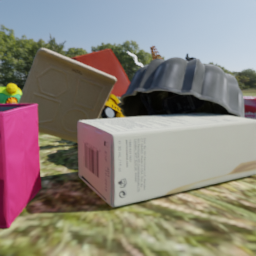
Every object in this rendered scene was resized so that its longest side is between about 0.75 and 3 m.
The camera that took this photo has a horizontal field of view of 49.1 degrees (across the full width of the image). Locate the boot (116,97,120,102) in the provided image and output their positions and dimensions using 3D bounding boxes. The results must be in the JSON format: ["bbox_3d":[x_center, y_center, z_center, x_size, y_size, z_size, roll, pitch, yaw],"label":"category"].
[{"bbox_3d":[-0.544,-0.760,10.760,1.078,0.834,0.389,-3,-13,4],"label":"boot"}]

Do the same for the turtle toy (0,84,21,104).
[{"bbox_3d":[-6.546,-1.467,14.178,2.511,1.269,1.830,-4,0,-12],"label":"turtle toy"}]

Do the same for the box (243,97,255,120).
[{"bbox_3d":[3.591,-0.170,6.484,2.265,1.081,1.129,2,9,12],"label":"box"}]

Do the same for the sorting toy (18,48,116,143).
[{"bbox_3d":[-1.338,-0.576,5.864,1.670,1.805,0.329,18,25,-27],"label":"sorting toy"}]

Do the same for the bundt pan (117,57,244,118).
[{"bbox_3d":[1.097,-0.555,5.623,2.506,0.940,2.506,14,-17,4],"label":"bundt pan"}]

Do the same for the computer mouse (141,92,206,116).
[{"bbox_3d":[0.778,-0.546,4.993,1.091,0.766,0.251,-26,4,12],"label":"computer mouse"}]

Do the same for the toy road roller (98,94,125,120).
[{"bbox_3d":[-0.349,-0.313,6.960,1.111,0.811,0.682,29,-38,-29],"label":"toy road roller"}]

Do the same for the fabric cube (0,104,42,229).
[{"bbox_3d":[-1.690,0.331,3.116,1.124,1.142,1.145,1,9,-2],"label":"fabric cube"}]

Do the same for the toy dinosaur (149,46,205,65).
[{"bbox_3d":[1.837,-1.706,10.165,1.996,2.942,1.503,-39,25,-33],"label":"toy dinosaur"}]

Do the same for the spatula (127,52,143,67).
[{"bbox_3d":[0.295,-1.918,8.424,0.108,0.939,1.350,-36,0,15],"label":"spatula"}]

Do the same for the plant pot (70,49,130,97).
[{"bbox_3d":[-1.684,-2.198,13.043,2.801,2.468,2.798,-22,18,-27],"label":"plant pot"}]

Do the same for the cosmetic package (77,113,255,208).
[{"bbox_3d":[0.604,0.308,4.083,2.433,0.865,1.280,-4,10,-27],"label":"cosmetic package"}]
